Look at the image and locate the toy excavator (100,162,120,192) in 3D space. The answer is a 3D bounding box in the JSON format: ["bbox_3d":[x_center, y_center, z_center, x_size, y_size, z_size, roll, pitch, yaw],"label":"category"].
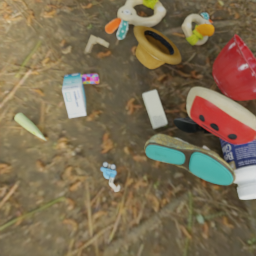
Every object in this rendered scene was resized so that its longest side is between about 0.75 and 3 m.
[{"bbox_3d":[-0.559,1.577,8.995,0.770,0.396,0.792,16,75,2],"label":"toy excavator"}]

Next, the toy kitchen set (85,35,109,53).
[{"bbox_3d":[-1.219,-3.256,11.303,0.750,0.612,0.677,25,101,-1],"label":"toy kitchen set"}]

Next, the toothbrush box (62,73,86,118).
[{"bbox_3d":[-1.767,-1.094,9.295,0.583,1.001,1.367,-10,32,-4],"label":"toothbrush box"}]

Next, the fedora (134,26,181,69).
[{"bbox_3d":[0.943,-2.890,10.541,2.285,0.932,2.285,23,38,-19],"label":"fedora"}]

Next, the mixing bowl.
[{"bbox_3d":[3.833,-1.880,9.831,1.309,2.417,2.417,-32,62,32],"label":"mixing bowl"}]

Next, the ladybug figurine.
[{"bbox_3d":[2.659,-0.293,8.106,2.518,1.710,0.906,37,91,40],"label":"ladybug figurine"}]

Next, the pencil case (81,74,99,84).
[{"bbox_3d":[-1.555,-1.849,10.591,0.912,0.403,0.403,1,65,-3],"label":"pencil case"}]

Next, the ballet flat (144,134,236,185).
[{"bbox_3d":[1.953,0.859,8.759,2.878,1.017,1.017,18,66,18],"label":"ballet flat"}]

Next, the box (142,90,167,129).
[{"bbox_3d":[0.929,-0.640,9.832,0.523,0.435,1.273,-16,82,-1],"label":"box"}]

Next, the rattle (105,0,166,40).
[{"bbox_3d":[0.357,-4.918,11.264,2.655,1.897,1.729,-25,88,-18],"label":"rattle"}]

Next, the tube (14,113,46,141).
[{"bbox_3d":[-3.379,-0.027,9.680,1.354,0.351,0.393,35,26,20],"label":"tube"}]

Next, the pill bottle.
[{"bbox_3d":[3.699,1.016,8.792,1.262,1.262,2.272,-4,65,-2],"label":"pill bottle"}]

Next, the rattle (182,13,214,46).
[{"bbox_3d":[3.126,-4.161,10.959,1.957,1.398,1.274,-33,85,-28],"label":"rattle"}]

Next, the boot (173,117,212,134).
[{"bbox_3d":[2.530,-0.484,9.937,1.618,0.560,1.409,10,52,18],"label":"boot"}]
